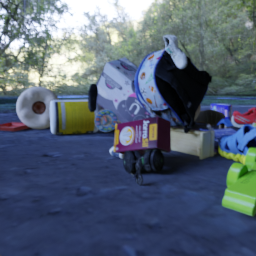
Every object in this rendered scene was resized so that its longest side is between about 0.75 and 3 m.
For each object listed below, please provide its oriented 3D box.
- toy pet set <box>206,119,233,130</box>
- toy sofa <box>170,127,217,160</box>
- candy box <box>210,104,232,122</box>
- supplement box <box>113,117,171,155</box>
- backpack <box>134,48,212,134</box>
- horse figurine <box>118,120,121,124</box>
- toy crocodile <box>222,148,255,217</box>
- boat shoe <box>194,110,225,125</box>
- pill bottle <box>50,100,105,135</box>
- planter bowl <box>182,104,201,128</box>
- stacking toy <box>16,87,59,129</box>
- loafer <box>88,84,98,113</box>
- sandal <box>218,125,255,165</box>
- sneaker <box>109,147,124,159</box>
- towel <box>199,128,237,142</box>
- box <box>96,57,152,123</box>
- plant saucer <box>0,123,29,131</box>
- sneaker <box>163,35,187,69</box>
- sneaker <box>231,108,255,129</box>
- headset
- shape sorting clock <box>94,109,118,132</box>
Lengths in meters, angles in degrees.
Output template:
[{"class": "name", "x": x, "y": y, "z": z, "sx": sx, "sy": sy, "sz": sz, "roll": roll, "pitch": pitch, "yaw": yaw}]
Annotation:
[{"class": "toy pet set", "x": 4.078, "y": -0.036, "z": 12.200, "sx": 1.100, "sy": 0.626, "sz": 1.178, "roll": -6, "pitch": 12, "yaw": -34}, {"class": "toy sofa", "x": 1.841, "y": 0.370, "z": 9.081, "sx": 0.970, "sy": 0.823, "sz": 1.988, "roll": -10, "pitch": 13, "yaw": -42}, {"class": "candy box", "x": 5.434, "y": -0.895, "z": 16.396, "sx": 0.449, "sy": 0.985, "sz": 1.165, "roll": -10, "pitch": 14, "yaw": -36}, {"class": "supplement box", "x": 0.364, "y": 0.257, "z": 7.560, "sx": 1.507, "sy": 0.832, "sz": 0.646, "roll": -10, "pitch": -19, "yaw": 41}, {"class": "backpack", "x": 1.271, "y": -1.336, "z": 8.701, "sx": 1.791, "sy": 2.214, "sz": 2.325, "roll": -3, "pitch": 49, "yaw": 43}, {"class": "horse figurine", "x": -0.174, "y": -0.198, "z": 12.246, "sx": 1.185, "sy": 0.785, "sz": 0.296, "roll": 25, "pitch": 58, "yaw": 11}, {"class": "toy crocodile", "x": 2.619, "y": 1.025, "z": 5.390, "sx": 0.948, "sy": 0.867, "sz": 2.808, "roll": 8, "pitch": 17, "yaw": 38}, {"class": "boat shoe", "x": 4.303, "y": -0.643, "z": 15.347, "sx": 2.283, "sy": 0.821, "sz": 0.776, "roll": 8, "pitch": 13, "yaw": 41}, {"class": "pill bottle", "x": -2.067, "y": -0.508, "z": 12.427, "sx": 2.667, "sy": 1.494, "sz": 1.494, "roll": -3, "pitch": 10, "yaw": -17}, {"class": "planter bowl", "x": 2.598, "y": -0.895, "z": 13.888, "sx": 2.168, "sy": 2.168, "sz": 1.459, "roll": 1, "pitch": 36, "yaw": 5}, {"class": "stacking toy", "x": -4.585, "y": -0.935, "z": 14.550, "sx": 2.048, "sy": 2.048, "sz": 2.803, "roll": -3, "pitch": -1, "yaw": -15}, {"class": "loafer", "x": -1.240, "y": -1.028, "z": 9.656, "sx": 0.345, "sy": 1.017, "sz": 0.357, "roll": 6, "pitch": -16, "yaw": -22}, {"class": "sandal", "x": 3.320, "y": 0.435, "z": 7.781, "sx": 1.036, "sy": 1.135, "sz": 2.607, "roll": -4, "pitch": 8, "yaw": -8}, {"class": "sneaker", "x": -0.114, "y": 0.661, "z": 8.616, "sx": 0.950, "sy": 0.383, "sz": 0.696, "roll": -15, "pitch": 21, "yaw": -41}, {"class": "towel", "x": 3.898, "y": 0.329, "z": 10.457, "sx": 1.586, "sy": 0.261, "sz": 2.191, "roll": -3, "pitch": 15, "yaw": -20}, {"class": "box", "x": 0.171, "y": -1.330, "z": 11.668, "sx": 2.829, "sy": 1.869, "sz": 1.623, "roll": 39, "pitch": 34, "yaw": 9}, {"class": "plant saucer", "x": -5.556, "y": -0.043, "z": 13.487, "sx": 1.289, "sy": 0.237, "sz": 1.291, "roll": 3, "pitch": 10, "yaw": 16}, {"class": "sneaker", "x": 1.216, "y": -2.044, "z": 7.567, "sx": 0.453, "sy": 1.024, "sz": 0.385, "roll": -6, "pitch": -22, "yaw": -43}, {"class": "sneaker", "x": 6.266, "y": -0.465, "z": 13.588, "sx": 2.413, "sy": 1.025, "sz": 0.929, "roll": 0, "pitch": 9, "yaw": -1}, {"class": "headset", "x": 0.360, "y": 0.938, "z": 6.874, "sx": 1.049, "sy": 0.798, "sz": 1.699, "roll": -4, "pitch": -7, "yaw": 8}, {"class": "shape sorting clock", "x": -0.817, "y": -0.262, "z": 10.442, "sx": 0.868, "sy": 0.868, "sz": 0.170, "roll": -1, "pitch": 16, "yaw": -3}]
